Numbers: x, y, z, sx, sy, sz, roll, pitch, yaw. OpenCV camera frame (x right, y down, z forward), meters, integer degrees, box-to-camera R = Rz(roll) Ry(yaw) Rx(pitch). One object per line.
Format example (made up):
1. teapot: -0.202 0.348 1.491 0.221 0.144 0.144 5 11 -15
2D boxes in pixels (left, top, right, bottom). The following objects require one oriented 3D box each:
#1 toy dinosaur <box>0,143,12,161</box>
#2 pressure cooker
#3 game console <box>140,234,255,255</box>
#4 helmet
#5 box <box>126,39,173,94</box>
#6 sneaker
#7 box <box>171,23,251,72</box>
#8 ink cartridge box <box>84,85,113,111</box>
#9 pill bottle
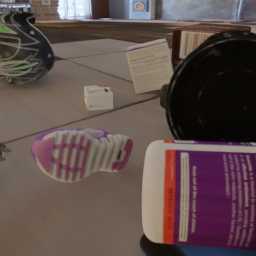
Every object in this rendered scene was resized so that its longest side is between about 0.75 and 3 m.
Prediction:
1. toy dinosaur: -2.390 1.184 3.157 1.379 2.626 2.383 -11 39 22
2. pressure cooker: 2.109 -0.579 6.160 2.533 2.572 2.880 49 16 3
3. game console: 1.916 1.281 3.629 2.793 2.384 1.653 -15 59 -28
4. helmet: -4.602 -3.191 11.577 2.991 2.991 2.851 -6 45 -13
5. box: 0.878 -2.361 10.719 1.563 1.700 0.892 -10 25 11
6. sneaker: -0.971 0.396 5.572 1.053 0.958 2.383 26 11 33
7. box: 3.467 -3.081 11.872 2.326 2.303 2.804 18 31 33
8. ink cartridge box: -1.038 -1.072 9.766 0.880 0.511 1.220 -6 26 -11
9. pill bottle: 1.515 0.922 3.899 2.573 1.447 1.447 2 25 9
